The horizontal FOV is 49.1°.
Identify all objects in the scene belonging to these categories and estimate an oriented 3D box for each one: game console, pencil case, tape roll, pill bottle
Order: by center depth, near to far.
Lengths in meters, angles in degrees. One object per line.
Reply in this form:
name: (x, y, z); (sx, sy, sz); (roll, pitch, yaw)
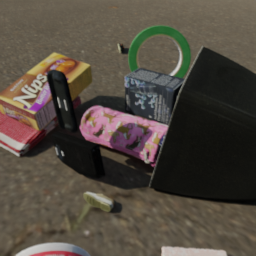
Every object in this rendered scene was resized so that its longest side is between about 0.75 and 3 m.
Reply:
pill bottle: (-1.090, 3.037, 3.801); (1.455, 1.455, 2.433); (-6, 35, -9)
game console: (-1.421, -0.045, 7.000); (1.655, 2.806, 0.338); (15, 34, 39)
pencil case: (-0.027, 0.200, 8.120); (2.869, 1.188, 1.241); (19, 8, 31)
tape roll: (1.261, -2.865, 11.473); (2.507, 2.507, 0.602); (1, 20, 1)

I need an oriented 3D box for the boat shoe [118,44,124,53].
boat shoe: (-0.396, -4.551, 15.883); (0.333, 0.389, 1.064); (-9, 30, 1)

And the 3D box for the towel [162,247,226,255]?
towel: (1.266, 2.846, 5.198); (1.320, 0.213, 1.260); (3, 34, 4)

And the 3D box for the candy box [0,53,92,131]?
candy box: (-2.715, -1.320, 9.426); (1.675, 0.811, 2.871); (23, 50, 20)

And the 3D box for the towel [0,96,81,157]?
towel: (-3.297, -0.517, 9.388); (2.152, 0.340, 2.988); (24, 50, 20)

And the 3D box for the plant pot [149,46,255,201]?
plant pot: (2.433, 0.122, 7.105); (2.627, 2.961, 2.954); (22, 38, 11)

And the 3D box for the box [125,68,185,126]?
box: (0.923, -1.140, 9.959); (1.910, 1.418, 1.023); (20, 38, 27)

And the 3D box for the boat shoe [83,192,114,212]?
boat shoe: (-0.706, 1.748, 6.769); (0.787, 0.294, 0.269); (22, 33, 19)
